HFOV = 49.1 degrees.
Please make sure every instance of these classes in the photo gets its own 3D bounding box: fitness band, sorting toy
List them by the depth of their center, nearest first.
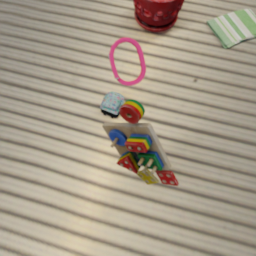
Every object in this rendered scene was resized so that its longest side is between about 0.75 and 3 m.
[{"bbox_3d":[0.151,0.593,6.388,1.332,2.762,0.467,2,44,39],"label":"sorting toy"},{"bbox_3d":[-0.018,-1.932,8.256,1.011,1.408,0.264,-16,21,0],"label":"fitness band"}]

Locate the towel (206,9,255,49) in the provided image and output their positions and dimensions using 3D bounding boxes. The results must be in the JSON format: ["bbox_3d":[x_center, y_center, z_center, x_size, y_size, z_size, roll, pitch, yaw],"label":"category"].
[{"bbox_3d":[4.643,-4.288,11.936,2.097,0.245,1.600,-22,67,-8],"label":"towel"}]

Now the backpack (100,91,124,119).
[{"bbox_3d":[-0.556,-0.897,10.160,0.779,0.661,0.877,22,62,9],"label":"backpack"}]

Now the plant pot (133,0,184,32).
[{"bbox_3d":[1.214,-5.137,11.370,2.138,1.947,2.138,0,64,0],"label":"plant pot"}]
